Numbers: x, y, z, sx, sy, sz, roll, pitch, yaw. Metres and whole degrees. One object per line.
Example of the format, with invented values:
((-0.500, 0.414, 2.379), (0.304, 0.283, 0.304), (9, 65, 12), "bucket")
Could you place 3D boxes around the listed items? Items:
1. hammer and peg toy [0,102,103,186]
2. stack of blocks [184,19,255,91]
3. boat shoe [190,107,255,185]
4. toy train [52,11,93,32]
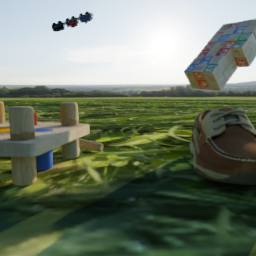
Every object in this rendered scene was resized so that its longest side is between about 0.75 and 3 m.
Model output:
((-1.623, 0.037, 4.472), (2.002, 0.960, 2.722), (2, 7, 12), "hammer and peg toy")
((2.426, -1.799, 6.868), (1.979, 0.580, 1.140), (-49, 34, -19), "stack of blocks")
((1.335, 0.138, 4.002), (0.903, 0.881, 2.387), (0, 7, 1), "boat shoe")
((-1.841, -3.490, 9.252), (1.474, 0.338, 0.251), (-14, -26, 11), "toy train")
